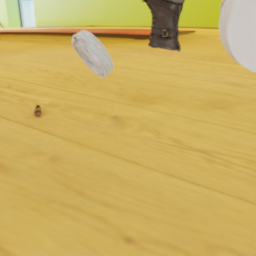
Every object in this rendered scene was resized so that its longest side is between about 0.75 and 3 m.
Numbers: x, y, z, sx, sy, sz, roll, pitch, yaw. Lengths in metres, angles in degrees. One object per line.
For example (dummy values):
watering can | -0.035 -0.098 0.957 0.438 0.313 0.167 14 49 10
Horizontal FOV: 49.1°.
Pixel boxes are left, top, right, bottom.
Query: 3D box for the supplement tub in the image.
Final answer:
supplement tub | 1.872 -1.504 3.735 1.262 1.262 1.735 7 32 15

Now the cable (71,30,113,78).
cable | -1.279 -2.606 9.973 0.623 1.798 1.798 -44 24 -8

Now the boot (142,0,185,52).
boot | 0.814 -3.311 8.576 2.007 1.748 0.695 28 42 25

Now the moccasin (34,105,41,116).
moccasin | -3.283 -0.635 10.199 0.284 0.300 0.777 -4 25 -8
